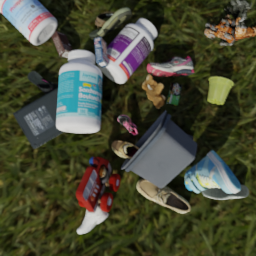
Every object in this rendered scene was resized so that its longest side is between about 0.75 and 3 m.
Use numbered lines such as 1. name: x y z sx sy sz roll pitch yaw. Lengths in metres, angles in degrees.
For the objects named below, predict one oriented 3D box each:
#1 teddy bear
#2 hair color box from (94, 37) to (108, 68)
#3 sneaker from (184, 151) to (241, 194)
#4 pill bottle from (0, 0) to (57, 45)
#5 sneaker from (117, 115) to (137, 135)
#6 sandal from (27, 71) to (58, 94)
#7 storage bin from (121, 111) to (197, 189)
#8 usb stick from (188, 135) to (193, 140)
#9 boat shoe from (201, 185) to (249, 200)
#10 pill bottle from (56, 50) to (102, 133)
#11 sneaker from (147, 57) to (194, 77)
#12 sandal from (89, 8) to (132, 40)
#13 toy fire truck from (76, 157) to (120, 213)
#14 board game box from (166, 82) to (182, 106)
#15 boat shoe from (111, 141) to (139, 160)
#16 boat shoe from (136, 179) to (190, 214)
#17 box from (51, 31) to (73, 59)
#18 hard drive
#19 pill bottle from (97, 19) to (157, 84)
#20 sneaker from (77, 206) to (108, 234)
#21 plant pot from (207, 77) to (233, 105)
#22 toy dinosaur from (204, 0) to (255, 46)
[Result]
1. teddy bear: 1.090 -1.502 11.527 0.488 1.060 1.462 -12 47 -37
2. hair color box: -1.020 -2.864 10.620 0.307 0.507 1.013 -12 74 16
3. sneaker: 2.841 1.915 9.871 1.685 2.581 1.026 -40 97 12
4. pill bottle: -4.411 -4.933 11.774 2.690 1.463 1.463 45 81 -4
5. sneaker: 0.017 -0.082 11.124 0.426 0.514 1.078 -40 125 14
6. sandal: -3.567 -1.811 11.840 1.607 0.385 0.604 32 91 -2
7. storage bin: 1.248 0.903 10.430 1.724 1.868 2.567 37 123 -3
8. usb stick: 2.015 0.275 11.489 1.367 0.223 0.379 21 49 6
9. boat shoe: 3.677 2.468 10.772 1.748 0.561 0.644 -1 64 2
10. pill bottle: -1.837 -1.356 10.695 1.656 1.656 2.989 1 81 0
11. sneaker: 1.747 -2.574 11.749 2.062 0.831 0.770 -4 87 -20
12. sandal: -0.789 -4.356 11.355 1.128 2.840 0.810 -37 105 -26
13. toy fire truck: -1.138 1.958 10.127 1.139 1.705 2.031 6 50 20
14. board game box: 1.975 -1.446 11.986 0.502 0.112 0.958 16 78 1
15. boat shoe: 0.026 0.858 10.859 1.835 0.609 0.679 22 66 35
16. boat shoe: 1.361 2.596 10.757 2.202 0.715 0.794 29 79 6
17. box: -2.823 -3.571 12.082 0.422 0.564 1.126 -38 68 28
18. hard drive: -3.218 -0.486 11.532 2.424 0.399 1.692 -31 85 -6
19. pill bottle: 0.016 -3.228 11.673 1.485 1.485 2.642 38 80 8
20. sneaker: -1.441 3.433 10.579 1.411 0.550 0.701 -39 82 6
21. plant pot: 3.723 -1.490 11.589 1.008 1.008 0.927 17 86 4
22. toy dinosaur: 4.715 -4.472 12.302 2.599 1.327 1.764 2 94 -18
